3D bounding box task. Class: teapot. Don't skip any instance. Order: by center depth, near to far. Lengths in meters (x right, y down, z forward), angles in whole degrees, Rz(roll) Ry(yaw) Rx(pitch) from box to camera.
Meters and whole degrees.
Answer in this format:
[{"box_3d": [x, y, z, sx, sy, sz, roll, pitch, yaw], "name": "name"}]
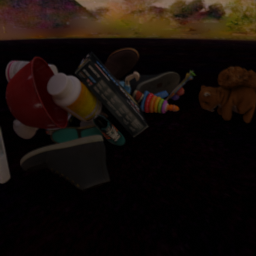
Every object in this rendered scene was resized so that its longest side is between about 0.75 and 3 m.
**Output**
[{"box_3d": [-3.210, -0.060, 8.886, 0.561, 0.759, 0.768, -39, 17, 17], "name": "teapot"}]

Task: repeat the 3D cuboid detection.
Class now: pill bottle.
[{"box_3d": [-1.612, -0.917, 8.494, 0.973, 0.973, 1.782, 13, -14, 29], "name": "pill bottle"}, {"box_3d": [-5.198, -2.894, 15.248, 2.461, 1.395, 1.395, 6, 23, 14], "name": "pill bottle"}]

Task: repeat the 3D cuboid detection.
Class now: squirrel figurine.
[{"box_3d": [3.774, -1.383, 10.635, 1.979, 2.120, 1.500, 13, 29, 7], "name": "squirrel figurine"}]

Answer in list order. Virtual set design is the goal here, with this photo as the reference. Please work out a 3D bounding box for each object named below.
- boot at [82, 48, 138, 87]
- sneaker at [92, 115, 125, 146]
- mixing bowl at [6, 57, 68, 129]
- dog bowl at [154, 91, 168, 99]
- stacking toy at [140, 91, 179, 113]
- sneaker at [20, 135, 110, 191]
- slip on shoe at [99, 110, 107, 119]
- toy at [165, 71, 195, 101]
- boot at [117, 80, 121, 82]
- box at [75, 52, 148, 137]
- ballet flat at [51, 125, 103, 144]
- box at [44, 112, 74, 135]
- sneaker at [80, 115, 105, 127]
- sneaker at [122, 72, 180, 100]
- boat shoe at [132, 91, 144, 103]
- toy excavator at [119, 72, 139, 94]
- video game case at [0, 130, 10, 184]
[{"box_3d": [-0.852, -1.827, 11.374, 2.934, 1.062, 2.441, -27, 34, 28], "name": "boot"}, {"box_3d": [-0.585, 0.100, 8.448, 0.446, 1.250, 0.499, -49, 7, -7], "name": "sneaker"}, {"box_3d": [-2.675, -0.810, 7.976, 1.144, 2.113, 2.113, -19, 22, 5], "name": "mixing bowl"}, {"box_3d": [1.364, -1.431, 12.635, 0.903, 0.224, 0.503, -17, 12, 28], "name": "dog bowl"}, {"box_3d": [1.298, -0.885, 11.183, 1.488, 0.817, 0.864, 16, 1, 18], "name": "stacking toy"}, {"box_3d": [-1.459, 0.944, 6.262, 2.084, 1.107, 0.780, -17, -12, 16], "name": "sneaker"}, {"box_3d": [-0.990, -0.495, 10.427, 0.310, 0.247, 0.815, -23, -13, 10], "name": "slip on shoe"}, {"box_3d": [2.274, -1.663, 12.232, 0.433, 1.834, 1.056, 40, 24, 6], "name": "toy"}, {"box_3d": [-1.504, -2.102, 14.119, 2.272, 0.787, 1.978, 18, 29, 32], "name": "boot"}, {"box_3d": [-0.554, -1.207, 9.497, 0.642, 2.792, 2.219, -39, 18, 10], "name": "box"}, {"box_3d": [-1.587, 0.230, 8.892, 1.694, 0.599, 0.599, -8, 24, -17], "name": "ballet flat"}, {"box_3d": [-2.391, -0.192, 9.882, 0.689, 0.217, 1.251, -2, 32, 9], "name": "box"}, {"box_3d": [-1.194, -0.148, 9.595, 0.461, 0.416, 1.125, -6, -8, -45], "name": "sneaker"}, {"box_3d": [1.158, -2.364, 14.181, 2.992, 1.119, 1.589, -18, 33, -34], "name": "sneaker"}, {"box_3d": [0.220, -1.113, 11.361, 0.400, 1.280, 0.456, 30, 63, -8], "name": "boat shoe"}, {"box_3d": [-0.105, -1.638, 10.931, 1.079, 1.109, 0.554, 2, 37, 6], "name": "toy excavator"}, {"box_3d": [-4.344, -0.079, 6.697, 2.944, 2.680, 0.337, 7, 24, 16], "name": "video game case"}]
